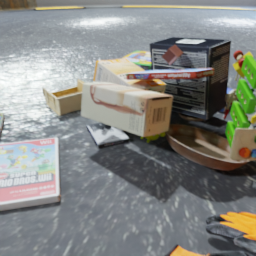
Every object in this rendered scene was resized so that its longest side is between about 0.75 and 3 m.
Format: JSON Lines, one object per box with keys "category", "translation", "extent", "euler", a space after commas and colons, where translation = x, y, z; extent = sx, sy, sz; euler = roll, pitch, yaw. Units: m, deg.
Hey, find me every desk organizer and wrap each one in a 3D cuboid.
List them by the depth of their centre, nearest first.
{"category": "desk organizer", "translation": [1.457, -2.381, 9.126], "extent": [0.407, 0.379, 1.058], "euler": [45, 30, -2]}

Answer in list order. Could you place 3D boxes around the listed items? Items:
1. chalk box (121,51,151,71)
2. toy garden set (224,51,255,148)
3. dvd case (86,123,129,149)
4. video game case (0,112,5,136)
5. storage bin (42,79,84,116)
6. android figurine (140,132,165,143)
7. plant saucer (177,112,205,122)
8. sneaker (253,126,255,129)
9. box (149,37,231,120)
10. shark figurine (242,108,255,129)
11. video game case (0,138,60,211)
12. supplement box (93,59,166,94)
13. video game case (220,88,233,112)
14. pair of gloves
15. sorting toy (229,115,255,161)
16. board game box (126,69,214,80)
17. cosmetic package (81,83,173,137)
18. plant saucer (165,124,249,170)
{"category": "chalk box", "translation": [0.505, -2.381, 12.967], "extent": [1.687, 1.695, 2.725], "euler": [14, 31, 23]}
{"category": "toy garden set", "translation": [3.569, -0.904, 8.663], "extent": [0.545, 2.732, 2.277], "euler": [3, 36, 3]}
{"category": "dvd case", "translation": [-0.761, 0.187, 10.018], "extent": [1.124, 0.185, 1.495], "euler": [-11, 32, -19]}
{"category": "video game case", "translation": [-5.759, 0.118, 10.076], "extent": [2.287, 0.252, 2.082], "euler": [-9, 31, -13]}
{"category": "storage bin", "translation": [-2.568, -1.390, 12.131], "extent": [1.735, 0.813, 1.722], "euler": [-20, 36, -30]}
{"category": "android figurine", "translation": [0.873, -0.108, 9.385], "extent": [1.161, 1.276, 0.262], "euler": [36, -3, -31]}
{"category": "plant saucer", "translation": [2.674, -0.625, 11.412], "extent": [1.407, 0.207, 1.407], "euler": [0, 31, 0]}
{"category": "sneaker", "translation": [4.720, -0.001, 9.832], "extent": [1.636, 0.697, 0.630], "euler": [-9, 31, -15]}
{"category": "box", "translation": [2.312, -2.002, 10.734], "extent": [2.607, 2.586, 1.606], "euler": [20, 35, 41]}
{"category": "shark figurine", "translation": [4.454, 0.275, 8.584], "extent": [1.285, 1.839, 3.078], "euler": [6, 8, -1]}
{"category": "video game case", "translation": [-3.060, 1.223, 8.151], "extent": [2.055, 0.251, 2.874], "euler": [-7, 30, -11]}
{"category": "supplement box", "translation": [0.004, -1.689, 10.362], "extent": [1.508, 0.880, 2.393], "euler": [-17, 44, -39]}
{"category": "video game case", "translation": [3.722, -1.444, 12.596], "extent": [1.945, 0.442, 1.763], "euler": [20, 35, 31]}
{"category": "pair of gloves", "translation": [2.358, 2.286, 5.089], "extent": [2.663, 0.370, 2.989], "euler": [6, 10, 37]}
{"category": "sorting toy", "translation": [3.293, 0.275, 7.362], "extent": [0.996, 1.337, 0.179], "euler": [3, 22, -1]}
{"category": "board game box", "translation": [1.273, -1.678, 8.796], "extent": [2.449, 0.238, 1.261], "euler": [7, 19, 39]}
{"category": "cosmetic package", "translation": [-0.100, -0.639, 8.380], "extent": [2.528, 1.103, 1.307], "euler": [17, 19, 36]}
{"category": "plant saucer", "translation": [2.284, 0.583, 8.450], "extent": [2.614, 0.450, 2.614], "euler": [15, 18, -5]}
